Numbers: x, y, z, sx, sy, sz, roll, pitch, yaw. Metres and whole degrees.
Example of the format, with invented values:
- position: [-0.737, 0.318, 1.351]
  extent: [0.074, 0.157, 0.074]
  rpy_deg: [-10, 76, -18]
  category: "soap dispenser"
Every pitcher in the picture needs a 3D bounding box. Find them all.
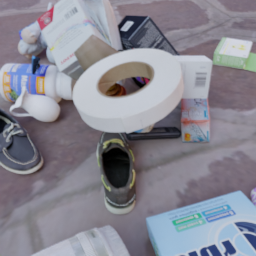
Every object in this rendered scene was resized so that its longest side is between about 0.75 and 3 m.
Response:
- position: [-2.863, -0.578, 8.616]
  extent: [1.257, 1.078, 0.762]
  rpy_deg: [26, 38, -36]
  category: "pitcher"

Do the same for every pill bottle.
- position: [-2.980, -1.484, 9.539]
  extent: [2.340, 1.311, 1.311]
  rpy_deg: [3, 40, 3]
  category: "pill bottle"

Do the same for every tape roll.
- position: [-0.017, -0.852, 5.796]
  extent: [2.319, 0.424, 2.319]
  rpy_deg: [-11, 43, 10]
  category: "tape roll"

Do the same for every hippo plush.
- position: [-3.378, -3.641, 12.256]
  extent: [1.921, 1.903, 2.390]
  rpy_deg: [33, 58, -8]
  category: "hippo plush"

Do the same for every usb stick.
- position: [0.726, 0.162, 8.131]
  extent: [1.663, 0.271, 0.461]
  rpy_deg: [-2, 33, -19]
  category: "usb stick"

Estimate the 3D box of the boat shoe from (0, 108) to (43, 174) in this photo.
- position: [-3.340, 0.249, 7.763]
  extent: [1.014, 0.875, 2.790]
  rpy_deg: [-30, 48, -31]
  category: "boat shoe"

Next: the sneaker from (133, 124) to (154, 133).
- position: [0.570, -0.547, 7.095]
  extent: [0.730, 2.016, 0.724]
  rpy_deg: [-1, 53, -30]
  category: "sneaker"

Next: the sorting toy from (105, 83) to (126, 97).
- position: [-0.858, -1.220, 8.261]
  extent: [1.716, 0.705, 1.031]
  rpy_deg: [12, 60, 20]
  category: "sorting toy"

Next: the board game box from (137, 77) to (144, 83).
- position: [1.481, -1.909, 10.743]
  extent: [1.943, 0.435, 1.306]
  rpy_deg: [32, 49, 33]
  category: "board game box"

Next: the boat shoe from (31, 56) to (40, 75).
- position: [-2.732, -1.809, 8.317]
  extent: [0.265, 0.771, 0.325]
  rpy_deg: [1, 71, -20]
  category: "boat shoe"

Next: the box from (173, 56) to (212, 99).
- position: [1.555, -1.323, 7.281]
  extent: [1.000, 0.995, 0.653]
  rpy_deg: [0, 24, -3]
  category: "box"

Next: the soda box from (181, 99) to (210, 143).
- position: [2.095, -0.670, 8.835]
  extent: [0.808, 0.869, 2.541]
  rpy_deg: [-2, 40, 14]
  category: "soda box"

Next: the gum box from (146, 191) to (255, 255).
- position: [1.718, 2.353, 4.895]
  extent: [2.166, 0.568, 2.549]
  rpy_deg: [-14, 27, -9]
  category: "gum box"

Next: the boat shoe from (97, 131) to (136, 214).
- position: [-0.287, 0.798, 7.131]
  extent: [0.977, 0.826, 2.742]
  rpy_deg: [-5, 40, -8]
  category: "boat shoe"

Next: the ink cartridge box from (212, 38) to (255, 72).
- position: [5.175, -3.127, 12.126]
  extent: [2.608, 0.625, 1.897]
  rpy_deg: [16, 42, 21]
  category: "ink cartridge box"

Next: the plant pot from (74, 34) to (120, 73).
- position: [-0.839, -1.837, 7.422]
  extent: [1.202, 1.043, 1.202]
  rpy_deg: [-40, 20, 17]
  category: "plant pot"

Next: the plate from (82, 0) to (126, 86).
- position: [-0.843, -3.117, 9.713]
  extent: [0.466, 2.884, 2.878]
  rpy_deg: [-22, 28, -15]
  category: "plate"

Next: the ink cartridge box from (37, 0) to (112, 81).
- position: [-1.557, -2.746, 8.876]
  extent: [1.511, 1.504, 2.079]
  rpy_deg: [-30, 73, 16]
  category: "ink cartridge box"

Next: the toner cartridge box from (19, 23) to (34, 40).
- position: [-3.637, -4.508, 13.738]
  extent: [2.961, 0.639, 1.407]
  rpy_deg: [10, 41, 12]
  category: "toner cartridge box"

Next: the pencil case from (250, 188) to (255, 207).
- position: [3.086, 1.950, 5.946]
  extent: [0.650, 0.662, 1.548]
  rpy_deg: [-31, 28, 30]
  category: "pencil case"

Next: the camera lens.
- position: [-0.909, 2.593, 4.393]
  extent: [1.919, 1.535, 1.535]
  rpy_deg: [-18, 43, -21]
  category: "camera lens"

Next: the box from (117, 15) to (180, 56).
- position: [0.521, -2.823, 9.580]
  extent: [0.999, 1.747, 1.919]
  rpy_deg: [-49, 31, 1]
  category: "box"

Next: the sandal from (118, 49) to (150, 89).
- position: [0.413, -1.656, 9.049]
  extent: [1.056, 0.634, 2.811]
  rpy_deg: [29, 5, 33]
  category: "sandal"
